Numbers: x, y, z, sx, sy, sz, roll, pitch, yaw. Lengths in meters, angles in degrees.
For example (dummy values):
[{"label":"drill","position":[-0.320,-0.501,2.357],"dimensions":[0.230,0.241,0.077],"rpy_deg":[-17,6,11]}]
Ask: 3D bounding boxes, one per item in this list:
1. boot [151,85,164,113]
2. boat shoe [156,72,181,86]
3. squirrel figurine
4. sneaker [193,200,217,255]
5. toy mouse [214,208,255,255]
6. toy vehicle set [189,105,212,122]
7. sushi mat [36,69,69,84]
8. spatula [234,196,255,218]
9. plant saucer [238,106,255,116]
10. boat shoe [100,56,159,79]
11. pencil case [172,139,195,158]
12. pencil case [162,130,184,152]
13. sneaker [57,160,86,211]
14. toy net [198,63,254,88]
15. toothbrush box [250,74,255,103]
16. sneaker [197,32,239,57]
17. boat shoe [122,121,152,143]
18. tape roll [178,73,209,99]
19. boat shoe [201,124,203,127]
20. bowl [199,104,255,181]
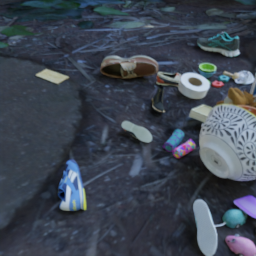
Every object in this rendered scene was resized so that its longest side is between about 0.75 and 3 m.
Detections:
[{"label":"boot","position":[1.290,-1.192,11.454],"dimensions":[0.461,0.823,1.189],"rpy_deg":[8,31,-21]},{"label":"boat shoe","position":[2.213,-2.344,13.325],"dimensions":[1.715,0.537,0.611],"rpy_deg":[3,36,1]},{"label":"squirrel figurine","position":[4.653,-0.937,11.323],"dimensions":[1.372,1.040,1.470],"rpy_deg":[-9,52,-28]},{"label":"sneaker","position":[1.932,2.458,6.950],"dimensions":[0.480,0.532,1.298],"rpy_deg":[-10,69,18]},{"label":"toy mouse","position":[2.859,2.574,7.039],"dimensions":[1.643,0.358,1.849],"rpy_deg":[11,39,15]},{"label":"toy vehicle set","position":[3.544,-0.296,10.500],"dimensions":[2.169,0.288,1.348],"rpy_deg":[25,25,29]},{"label":"sushi mat","position":[-3.791,-2.558,13.957],"dimensions":[1.618,0.098,0.774],"rpy_deg":[22,43,26]},{"label":"spatula","position":[4.178,1.846,7.990],"dimensions":[2.814,0.289,0.795],"rpy_deg":[-20,39,-28]},{"label":"plant saucer","position":[3.960,0.349,9.054],"dimensions":[2.390,0.386,2.390],"rpy_deg":[6,59,-11]},{"label":"boat shoe","position":[0.003,-2.819,13.603],"dimensions":[2.939,1.113,1.055],"rpy_deg":[4,40,21]},{"label":"pencil case","position":[1.898,0.711,9.478],"dimensions":[0.850,0.376,0.376],"rpy_deg":[-27,45,-32]},{"label":"pencil case","position":[1.598,0.442,9.804],"dimensions":[0.416,0.383,0.901],"rpy_deg":[11,38,34]},{"label":"sneaker","position":[-1.692,1.615,8.066],"dimensions":[0.740,0.665,1.799],"rpy_deg":[-12,38,-12]},{"label":"toy net","position":[4.827,-2.487,13.502],"dimensions":[2.810,0.543,1.474],"rpy_deg":[5,38,6]},{"label":"toothbrush box","position":[6.341,-1.666,11.565],"dimensions":[2.173,1.591,0.927],"rpy_deg":[12,39,16]},{"label":"sneaker","position":[5.301,-5.044,16.307],"dimensions":[2.610,1.190,1.012],"rpy_deg":[25,44,30]},{"label":"boat shoe","position":[0.340,0.171,10.131],"dimensions":[1.288,0.403,0.458],"rpy_deg":[28,78,23]},{"label":"tape roll","position":[2.942,-1.891,12.572],"dimensions":[1.329,0.465,1.329],"rpy_deg":[6,45,-6]},{"label":"boat shoe","position":[3.211,0.230,10.033],"dimensions":[1.306,0.427,0.481],"rpy_deg":[25,19,29]},{"label":"bowl","position":[2.859,0.677,8.018],"dimensions":[1.171,2.495,2.495],"rpy_deg":[-35,48,-19]}]
